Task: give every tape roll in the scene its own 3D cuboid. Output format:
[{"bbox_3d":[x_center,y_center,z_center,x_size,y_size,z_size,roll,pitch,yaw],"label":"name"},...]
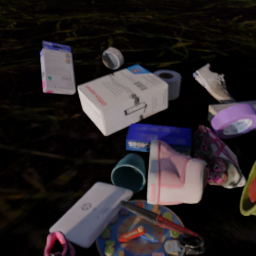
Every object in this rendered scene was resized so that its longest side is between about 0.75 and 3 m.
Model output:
[{"bbox_3d":[1.698,-1.955,12.754,1.324,0.909,1.324,-1,35,0],"label":"tape roll"},{"bbox_3d":[3.458,-0.191,9.079,1.401,1.401,0.460,-7,59,-10],"label":"tape roll"}]

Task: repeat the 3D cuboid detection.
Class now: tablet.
[{"bbox_3d":[-0.905,2.126,7.209,1.302,0.137,2.001,6,30,34],"label":"tablet"}]

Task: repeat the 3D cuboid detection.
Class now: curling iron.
[{"bbox_3d":[0.747,2.251,6.627,2.258,0.289,0.560,25,22,26],"label":"curling iron"}]

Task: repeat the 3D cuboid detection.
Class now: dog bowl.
[{"bbox_3d":[-0.861,-3.705,15.118,1.214,1.214,0.356,16,50,22],"label":"dog bowl"}]

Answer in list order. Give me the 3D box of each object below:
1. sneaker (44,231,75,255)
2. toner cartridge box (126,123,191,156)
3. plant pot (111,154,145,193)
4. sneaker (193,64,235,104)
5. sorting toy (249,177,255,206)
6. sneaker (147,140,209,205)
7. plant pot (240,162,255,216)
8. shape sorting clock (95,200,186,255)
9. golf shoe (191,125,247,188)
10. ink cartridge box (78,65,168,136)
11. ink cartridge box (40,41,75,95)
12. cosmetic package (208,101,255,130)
[{"bbox_3d":[-1.444,2.962,5.596,0.771,0.931,1.952,-5,36,-11],"label":"sneaker"},{"bbox_3d":[1.068,0.392,9.718,2.153,0.465,1.022,6,37,9],"label":"toner cartridge box"},{"bbox_3d":[0.085,1.234,8.148,0.955,0.955,0.897,7,28,10],"label":"plant pot"},{"bbox_3d":[3.833,-1.868,12.053,2.318,0.951,0.866,52,18,24],"label":"sneaker"},{"bbox_3d":[4.175,1.714,7.196,2.179,1.309,0.894,18,-6,7],"label":"sorting toy"},{"bbox_3d":[1.320,1.153,7.650,1.543,1.111,2.952,0,16,6],"label":"sneaker"},{"bbox_3d":[4.368,1.541,6.763,2.300,2.422,2.422,25,41,14],"label":"plant pot"},{"bbox_3d":[0.303,2.513,6.678,2.158,0.423,2.158,0,35,0],"label":"shape sorting clock"},{"bbox_3d":[2.757,0.893,8.781,1.169,0.922,2.539,15,34,-17],"label":"golf shoe"},{"bbox_3d":[-0.210,-1.190,11.033,2.895,1.220,2.113,-25,44,-20],"label":"ink cartridge box"},{"bbox_3d":[-3.192,-2.688,12.670,1.376,2.306,0.484,0,-13,-34],"label":"ink cartridge box"},{"bbox_3d":[4.615,-0.461,10.609,2.840,0.719,1.172,-6,30,-5],"label":"cosmetic package"}]
